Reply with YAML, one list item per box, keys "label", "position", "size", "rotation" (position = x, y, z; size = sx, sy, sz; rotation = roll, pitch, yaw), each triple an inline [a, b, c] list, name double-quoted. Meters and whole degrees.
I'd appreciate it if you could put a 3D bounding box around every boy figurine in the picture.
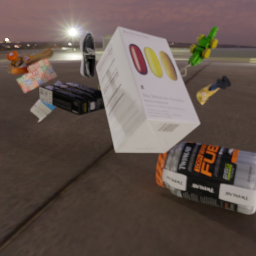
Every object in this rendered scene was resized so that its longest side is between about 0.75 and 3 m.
- label: "boy figurine"
  position: [2.947, -1.302, 10.128]
  size: [0.945, 0.490, 1.520]
  rotation: [-29, -7, -31]

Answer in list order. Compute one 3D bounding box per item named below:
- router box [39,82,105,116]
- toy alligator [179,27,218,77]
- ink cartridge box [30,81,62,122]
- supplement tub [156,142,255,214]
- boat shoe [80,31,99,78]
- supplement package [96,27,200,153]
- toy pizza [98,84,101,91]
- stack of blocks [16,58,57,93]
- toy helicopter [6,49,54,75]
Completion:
- label: "router box"
  position: [-1.799, -1.055, 9.600]
  size: [2.035, 0.520, 1.518]
  rotation: [21, 27, 34]
- label: "toy alligator"
  position: [2.242, -2.290, 8.831]
  size: [0.583, 1.965, 0.533]
  rotation: [34, -4, 32]
- label: "ink cartridge box"
  position: [-3.265, -1.029, 11.365]
  size: [1.852, 0.628, 1.074]
  rotation: [-27, 26, 47]
- label: "supplement tub"
  position: [2.284, 1.324, 8.020]
  size: [2.716, 1.664, 1.664]
  rotation: [9, 21, 24]
- label: "boat shoe"
  position: [-1.584, -2.979, 11.450]
  size: [0.679, 1.838, 0.628]
  rotation: [-2, 15, -43]
- label: "supplement package"
  position: [0.380, -0.993, 7.668]
  size: [1.693, 1.630, 2.976]
  rotation: [3, 57, -31]
- label: "toy pizza"
  position: [-0.787, -2.199, 12.445]
  size: [0.435, 2.746, 2.746]
  rotation: [16, 22, 9]
- label: "stack of blocks"
  position: [-2.805, -1.585, 8.481]
  size: [1.080, 0.622, 0.316]
  rotation: [-34, 19, -19]
- label: "toy helicopter"
  position: [-3.149, -2.131, 8.989]
  size: [1.600, 0.631, 1.058]
  rotation: [-20, 43, 6]
